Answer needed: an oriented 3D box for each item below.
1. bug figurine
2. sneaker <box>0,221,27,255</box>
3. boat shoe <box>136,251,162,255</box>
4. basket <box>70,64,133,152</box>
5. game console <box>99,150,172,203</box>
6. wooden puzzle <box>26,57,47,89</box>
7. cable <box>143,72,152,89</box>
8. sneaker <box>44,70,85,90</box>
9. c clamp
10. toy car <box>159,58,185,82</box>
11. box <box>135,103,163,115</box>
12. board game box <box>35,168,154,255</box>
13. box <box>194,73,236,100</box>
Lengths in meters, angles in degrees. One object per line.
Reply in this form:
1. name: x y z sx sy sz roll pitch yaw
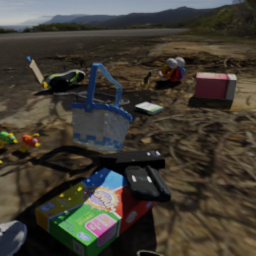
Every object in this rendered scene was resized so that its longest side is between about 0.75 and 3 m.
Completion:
1. bug figurine: -3.833 0.574 8.606 1.560 0.518 2.012 14 27 30
2. sneaker: -2.837 2.017 4.806 2.083 0.854 0.778 -12 26 -26
3. boat shoe: 0.661 2.361 4.655 1.156 0.346 0.413 8 25 19
4. basket: -0.682 -0.448 7.406 1.424 2.047 1.805 9 -11 22
5. game console: 0.187 1.115 6.972 1.737 0.355 2.945 -3 12 -7
6. wooden puzzle: -2.868 -1.703 8.716 0.133 1.141 0.770 -21 27 1
7. cable: 0.873 -2.142 12.037 0.247 0.981 0.476 8 59 -14
8. sneaker: -3.444 -2.530 15.741 2.556 0.916 1.058 -19 50 -33
9. c clamp: -1.105 -0.944 9.401 2.125 0.288 1.815 14 18 22
10. toy car: 2.828 -3.407 17.161 1.666 1.458 1.249 -18 64 -37
11. box: 0.909 -0.857 12.376 1.018 0.185 0.735 19 30 40
12. board game box: -0.660 1.715 6.069 1.588 0.419 2.076 18 29 35
13. box: 4.400 -2.137 14.227 1.921 1.047 1.228 6 24 13
